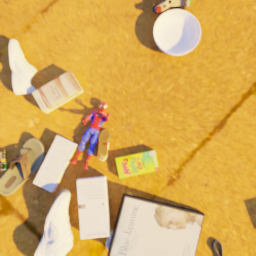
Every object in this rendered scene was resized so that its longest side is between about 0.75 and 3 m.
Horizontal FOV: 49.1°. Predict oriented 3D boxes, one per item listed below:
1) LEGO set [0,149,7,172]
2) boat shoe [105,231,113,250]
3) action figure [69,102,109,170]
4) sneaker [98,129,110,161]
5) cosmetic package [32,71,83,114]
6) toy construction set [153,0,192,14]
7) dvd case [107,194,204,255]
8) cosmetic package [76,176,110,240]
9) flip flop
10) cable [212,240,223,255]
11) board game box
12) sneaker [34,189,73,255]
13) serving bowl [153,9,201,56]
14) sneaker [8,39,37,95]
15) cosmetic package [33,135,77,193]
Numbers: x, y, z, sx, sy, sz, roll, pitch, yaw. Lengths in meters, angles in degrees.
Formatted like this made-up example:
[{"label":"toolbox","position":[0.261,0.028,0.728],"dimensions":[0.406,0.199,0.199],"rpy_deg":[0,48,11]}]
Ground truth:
[{"label":"LEGO set","position":[-4.195,1.083,9.054],"dimensions":[0.459,0.609,0.792],"rpy_deg":[-2,92,-17]},{"label":"boat shoe","position":[-0.331,3.438,8.964],"dimensions":[0.422,0.367,1.144],"rpy_deg":[38,86,3]},{"label":"action figure","position":[-1.172,0.166,8.917],"dimensions":[0.741,1.125,2.272],"rpy_deg":[22,83,1]},{"label":"sneaker","position":[-0.813,0.566,9.221],"dimensions":[0.397,0.477,1.059],"rpy_deg":[11,60,-4]},{"label":"cosmetic package","position":[-2.299,-1.169,9.228],"dimensions":[1.450,0.633,0.749],"rpy_deg":[-33,86,-3]},{"label":"toy construction set","position":[1.544,-4.484,9.082],"dimensions":[1.306,1.700,1.418],"rpy_deg":[3,93,-5]},{"label":"dvd case","position":[0.909,3.342,8.819],"dimensions":[2.766,0.243,1.973],"rpy_deg":[15,86,-8]},{"label":"cosmetic package","position":[-1.091,2.502,8.898],"dimensions":[0.931,0.678,1.831],"rpy_deg":[-6,84,0]},{"label":"flip flop","position":[-3.490,1.277,9.025],"dimensions":[0.864,0.613,2.130],"rpy_deg":[39,86,3]},{"label":"cable","position":[2.983,4.303,8.902],"dimensions":[0.660,0.342,1.359],"rpy_deg":[3,85,0]},{"label":"board game box","position":[0.296,1.192,9.181],"dimensions":[1.330,0.317,0.676],"rpy_deg":[-12,85,-1]},{"label":"sneaker","position":[-2.151,3.220,8.791],"dimensions":[1.053,0.924,2.627],"rpy_deg":[17,92,-4]},{"label":"serving bowl","position":[1.609,-3.131,9.455],"dimensions":[1.575,0.518,1.575],"rpy_deg":[0,85,-1]},{"label":"sneaker","position":[-3.498,-2.039,9.370],"dimensions":[0.816,0.694,1.845],"rpy_deg":[-8,92,-13]},{"label":"cosmetic package","position":[-2.355,1.158,9.125],"dimensions":[0.706,0.433,1.710],"rpy_deg":[26,86,2]}]
